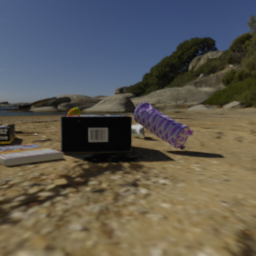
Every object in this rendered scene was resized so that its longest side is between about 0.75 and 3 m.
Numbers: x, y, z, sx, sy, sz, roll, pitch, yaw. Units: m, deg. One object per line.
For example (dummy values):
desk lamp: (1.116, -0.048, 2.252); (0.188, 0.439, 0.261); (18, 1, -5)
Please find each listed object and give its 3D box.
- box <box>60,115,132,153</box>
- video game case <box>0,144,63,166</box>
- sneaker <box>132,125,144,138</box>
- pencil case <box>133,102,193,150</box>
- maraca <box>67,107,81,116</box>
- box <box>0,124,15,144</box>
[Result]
box: (-1.034, 0.134, 9.016); (2.088, 1.087, 1.901); (0, 3, -8)
video game case: (-2.910, 0.694, 7.629); (1.465, 0.179, 2.049); (-4, 6, -40)
sneaker: (0.344, 0.168, 12.411); (0.652, 0.572, 1.627); (-5, 3, -8)
pencil case: (1.084, -0.135, 8.997); (0.846, 0.831, 1.980); (-35, 53, -28)
maraca: (-3.072, -0.492, 15.686); (0.783, 1.463, 1.003); (18, 31, -19)
box: (-5.660, 0.220, 11.013); (2.127, 0.657, 2.663); (0, 4, -19)
